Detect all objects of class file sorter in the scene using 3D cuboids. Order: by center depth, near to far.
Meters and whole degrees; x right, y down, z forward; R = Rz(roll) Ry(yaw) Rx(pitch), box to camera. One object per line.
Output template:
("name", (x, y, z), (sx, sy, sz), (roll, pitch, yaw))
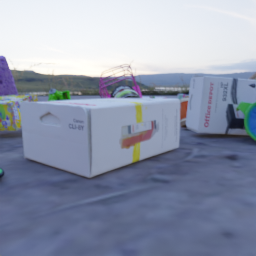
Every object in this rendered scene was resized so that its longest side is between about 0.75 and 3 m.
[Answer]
("file sorter", (-0.386, -1.821, 12.913), (1.700, 1.534, 2.446), (-18, 28, 5))

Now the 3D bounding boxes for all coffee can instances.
("coffee can", (-0.034, -0.947, 11.050), (1.161, 1.161, 1.586), (-2, 22, -11))

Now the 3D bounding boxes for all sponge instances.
("sponge", (-5.349, -1.259, 9.565), (2.898, 1.617, 0.432), (-32, 43, -33))

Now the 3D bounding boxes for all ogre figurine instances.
("ogre figurine", (-2.627, -0.860, 10.877), (0.916, 1.119, 1.867), (-3, -5, 35))

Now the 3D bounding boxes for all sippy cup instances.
("sippy cup", (3.562, -0.147, 7.108), (1.168, 1.487, 1.090), (-24, -11, 21))

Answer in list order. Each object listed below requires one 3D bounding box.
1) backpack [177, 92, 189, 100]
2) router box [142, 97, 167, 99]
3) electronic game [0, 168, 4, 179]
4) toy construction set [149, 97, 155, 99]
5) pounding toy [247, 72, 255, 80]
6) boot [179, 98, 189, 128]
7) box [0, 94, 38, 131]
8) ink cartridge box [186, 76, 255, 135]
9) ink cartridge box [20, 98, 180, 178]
("backpack", (2.821, -0.891, 11.346), (1.698, 1.278, 1.507), (14, 8, 35))
("router box", (0.412, -1.149, 14.554), (2.208, 0.601, 2.460), (-15, 14, -32))
("electronic game", (-2.334, 0.712, 4.107), (0.945, 0.197, 0.945), (1, 7, 0))
("toy construction set", (1.311, -0.564, 11.301), (0.900, 0.977, 1.171), (9, 24, -28))
("pounding toy", (6.061, -1.337, 13.731), (2.214, 1.331, 2.868), (-33, -29, 4))
("boot", (2.635, -0.586, 9.656), (1.965, 1.054, 0.737), (-1, -16, -24))
("box", (-3.484, -0.461, 8.129), (1.294, 0.789, 1.246), (-1, 17, 16))
("ink cartridge box", (2.911, -0.630, 8.067), (2.168, 1.573, 0.908), (3, 9, -10))
("ink cartridge box", (-0.469, -0.007, 5.756), (1.992, 1.145, 2.744), (7, 11, 39))
